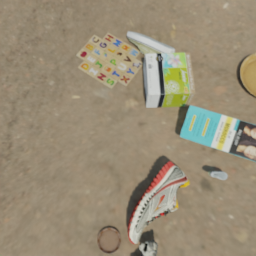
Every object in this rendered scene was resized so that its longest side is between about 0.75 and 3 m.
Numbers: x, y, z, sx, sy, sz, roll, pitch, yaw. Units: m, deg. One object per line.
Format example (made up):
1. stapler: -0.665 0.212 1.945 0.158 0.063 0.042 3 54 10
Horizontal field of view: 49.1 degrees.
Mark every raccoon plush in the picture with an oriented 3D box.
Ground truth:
1. raccoon plush: 0.821 4.202 8.616 1.046 0.755 1.561 -45 105 -16

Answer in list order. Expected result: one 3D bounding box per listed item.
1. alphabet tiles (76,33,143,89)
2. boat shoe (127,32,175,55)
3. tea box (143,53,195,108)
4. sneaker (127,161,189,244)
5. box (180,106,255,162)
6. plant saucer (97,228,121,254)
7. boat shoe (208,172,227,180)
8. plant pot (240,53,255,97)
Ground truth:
1. alphabet tiles: -0.755 -2.782 11.430 2.516 0.080 2.094 33 73 11
2. boat shoe: 0.806 -3.244 11.264 2.198 0.791 0.682 32 116 23
3. tea box: 1.479 -1.767 10.474 1.700 1.154 1.728 -2 69 -2
4. sneaker: 0.964 2.456 8.946 1.174 1.113 2.858 35 74 11
5. box: 3.354 0.209 9.664 2.915 0.716 1.199 18 96 11
6. plant saucer: -0.611 3.635 9.029 0.775 0.134 0.775 0 70 0
7. boat shoe: 3.012 1.567 9.398 0.758 0.235 0.273 17 89 -29
8. plant pot: 5.474 -1.978 11.021 2.217 0.305 2.217 0 70 -1
